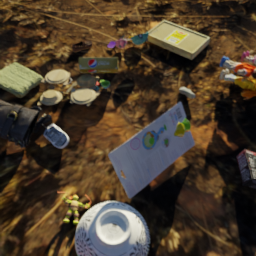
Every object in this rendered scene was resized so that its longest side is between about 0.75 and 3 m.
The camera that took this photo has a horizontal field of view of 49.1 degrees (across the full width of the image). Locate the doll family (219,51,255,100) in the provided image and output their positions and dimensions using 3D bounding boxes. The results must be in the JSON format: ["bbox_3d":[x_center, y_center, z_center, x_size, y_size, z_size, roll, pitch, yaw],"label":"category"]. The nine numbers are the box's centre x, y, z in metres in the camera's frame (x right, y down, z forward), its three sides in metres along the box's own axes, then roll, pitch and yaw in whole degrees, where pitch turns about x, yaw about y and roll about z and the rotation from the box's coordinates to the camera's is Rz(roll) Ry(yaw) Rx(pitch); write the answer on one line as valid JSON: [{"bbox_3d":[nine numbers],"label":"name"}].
[{"bbox_3d":[4.514,-1.811,10.095,1.763,1.280,2.840,33,39,33],"label":"doll family"}]

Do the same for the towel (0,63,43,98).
[{"bbox_3d":[-4.171,-1.807,10.451,1.775,0.324,1.317,25,53,22],"label":"towel"}]

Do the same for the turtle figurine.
[{"bbox_3d":[-1.442,2.035,7.152,0.946,0.305,0.763,24,52,-25],"label":"turtle figurine"}]

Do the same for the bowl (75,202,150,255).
[{"bbox_3d":[-0.355,2.403,6.446,1.806,0.848,1.806,2,53,-3],"label":"bowl"}]

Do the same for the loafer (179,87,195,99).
[{"bbox_3d":[2.129,-1.265,9.944,0.268,0.268,0.768,-30,41,-16],"label":"loafer"}]

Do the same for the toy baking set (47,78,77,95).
[{"bbox_3d":[-2.404,-1.538,10.233,1.030,0.120,0.791,8,64,-5],"label":"toy baking set"}]

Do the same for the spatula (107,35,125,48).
[{"bbox_3d":[-0.480,-3.793,12.222,0.334,0.121,1.181,18,46,29],"label":"spatula"}]

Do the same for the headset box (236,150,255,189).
[{"bbox_3d":[3.502,1.137,7.734,0.790,0.410,1.062,18,45,-14],"label":"headset box"}]

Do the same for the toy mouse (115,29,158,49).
[{"bbox_3d":[0.135,-3.549,11.481,2.045,0.396,1.817,-8,19,20],"label":"toy mouse"}]

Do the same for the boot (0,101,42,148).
[{"bbox_3d":[-4.002,0.085,8.410,2.111,0.839,2.424,24,76,2],"label":"boot"}]

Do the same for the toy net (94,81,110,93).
[{"bbox_3d":[-1.225,-1.455,10.217,1.123,0.217,0.589,-31,57,-25],"label":"toy net"}]

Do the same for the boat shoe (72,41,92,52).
[{"bbox_3d":[-1.940,-3.518,11.906,0.946,0.333,0.333,-29,54,-24],"label":"boat shoe"}]

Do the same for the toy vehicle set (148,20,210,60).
[{"bbox_3d":[2.131,-3.887,12.217,2.395,0.318,1.488,32,57,24],"label":"toy vehicle set"}]

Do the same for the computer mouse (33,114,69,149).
[{"bbox_3d":[-2.360,0.189,8.737,1.410,0.309,0.773,38,81,23],"label":"computer mouse"}]

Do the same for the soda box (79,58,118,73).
[{"bbox_3d":[-1.076,-2.300,10.306,1.427,0.483,0.457,-2,85,-4],"label":"soda box"}]

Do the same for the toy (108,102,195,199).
[{"bbox_3d":[0.645,0.531,7.790,2.631,1.515,0.621,-33,27,-21],"label":"toy"}]

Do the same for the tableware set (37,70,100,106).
[{"bbox_3d":[-2.068,-1.417,9.901,2.261,0.262,1.889,4,45,5],"label":"tableware set"}]
